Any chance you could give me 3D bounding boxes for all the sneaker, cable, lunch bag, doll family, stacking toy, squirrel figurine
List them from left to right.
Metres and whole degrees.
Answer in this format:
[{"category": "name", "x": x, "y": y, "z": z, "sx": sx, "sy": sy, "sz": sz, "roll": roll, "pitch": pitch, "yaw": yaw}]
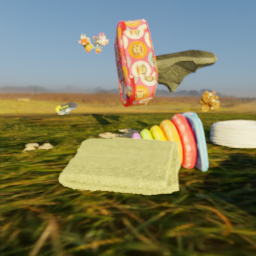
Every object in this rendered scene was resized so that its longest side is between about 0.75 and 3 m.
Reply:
[{"category": "sneaker", "x": -2.204, "y": -0.696, "z": 10.135, "sx": 0.788, "sy": 0.291, "sz": 0.324, "roll": -17, "pitch": -29, "yaw": -13}, {"category": "doll family", "x": -1.298, "y": -3.125, "z": 10.551, "sx": 1.110, "sy": 0.689, "sz": 0.500, "roll": -6, "pitch": -29, "yaw": -9}, {"category": "lunch bag", "x": 0.184, "y": -2.178, "z": 10.063, "sx": 1.133, "sy": 2.765, "sz": 2.435, "roll": -7, "pitch": -7, "yaw": -9}, {"category": "stacking toy", "x": 0.593, "y": 0.573, "z": 7.494, "sx": 2.741, "sy": 1.504, "sz": 1.591, "roll": -13, "pitch": 6, "yaw": -5}, {"category": "sneaker", "x": 2.065, "y": -2.115, "z": 10.448, "sx": 2.379, "sy": 1.363, "sz": 0.909, "roll": -8, "pitch": 35, "yaw": 10}, {"category": "squirrel figurine", "x": 3.255, "y": -0.966, "z": 11.158, "sx": 0.570, "sy": 0.752, "sz": 0.805, "roll": 0, "pitch": -39, "yaw": -44}, {"category": "cable", "x": 4.834, "y": 0.246, "z": 11.701, "sx": 2.695, "sy": 0.933, "sz": 2.695, "roll": -1, "pitch": 5, "yaw": -7}]

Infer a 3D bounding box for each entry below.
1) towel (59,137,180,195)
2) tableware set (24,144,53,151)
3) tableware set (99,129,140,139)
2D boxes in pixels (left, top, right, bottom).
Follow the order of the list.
[{"category": "towel", "x": -0.103, "y": 0.796, "z": 6.204, "sx": 2.473, "sy": 0.451, "sz": 1.834, "roll": 1, "pitch": 26, "yaw": 12}, {"category": "tableware set", "x": -3.463, "y": 0.740, "z": 10.869, "sx": 1.123, "sy": 0.130, "sz": 0.938, "roll": 0, "pitch": 7, "yaw": -3}, {"category": "tableware set", "x": 0.046, "y": 0.336, "z": 14.161, "sx": 2.668, "sy": 0.310, "sz": 2.229, "roll": 5, "pitch": 7, "yaw": 44}]
